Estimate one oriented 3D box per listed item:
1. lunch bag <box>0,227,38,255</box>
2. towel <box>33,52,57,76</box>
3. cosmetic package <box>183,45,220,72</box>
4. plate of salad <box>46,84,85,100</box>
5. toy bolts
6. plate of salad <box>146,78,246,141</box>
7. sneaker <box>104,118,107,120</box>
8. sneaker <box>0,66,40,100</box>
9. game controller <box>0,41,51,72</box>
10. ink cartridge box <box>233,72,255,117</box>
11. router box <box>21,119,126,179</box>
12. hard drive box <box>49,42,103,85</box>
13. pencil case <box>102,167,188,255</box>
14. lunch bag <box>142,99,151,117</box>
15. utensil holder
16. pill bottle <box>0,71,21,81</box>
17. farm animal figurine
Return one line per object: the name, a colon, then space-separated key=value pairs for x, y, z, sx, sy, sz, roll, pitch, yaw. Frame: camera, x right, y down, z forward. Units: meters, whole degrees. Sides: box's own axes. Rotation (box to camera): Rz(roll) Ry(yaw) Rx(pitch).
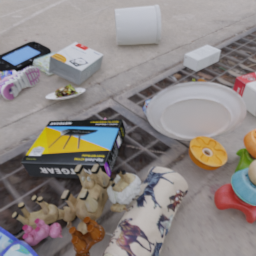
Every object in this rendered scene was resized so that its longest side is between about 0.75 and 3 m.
lunch bag: x=-2.774 y=3.066 z=5.536 sx=2.041 sy=1.300 sz=1.735 roll=28 pitch=47 yaw=16
towel: x=-3.569 y=-3.105 z=13.489 sx=1.368 sy=0.385 sz=1.599 roll=35 pitch=51 yaw=30
cosmetic package: x=3.601 y=-3.413 z=13.650 sx=1.701 sy=0.606 sz=0.863 roll=-27 pitch=47 yaw=-28
plate of salad: x=-2.509 y=-1.449 z=11.197 sx=1.592 sy=0.382 sz=1.592 roll=-7 pitch=20 yaw=2
toy bolts: x=2.972 y=0.818 z=7.370 sx=2.484 sy=1.803 sz=2.600 roll=20 pitch=43 yaw=3
plate of salad: x=1.973 y=-0.477 z=8.346 sx=2.850 sy=2.850 sz=0.685 roll=4 pitch=56 yaw=5
sneaker: x=-0.991 y=0.107 z=9.711 sx=0.500 sy=0.414 sz=1.048 roll=-8 pitch=38 yaw=17
sneaker: x=-4.706 y=-2.004 z=11.862 sx=0.948 sy=0.863 sz=2.145 roll=15 pitch=43 yaw=28
game controller: x=-5.194 y=-3.437 z=13.686 sx=1.516 sy=0.612 sz=2.905 roll=23 pitch=46 yaw=25
ink cartridge box: x=5.491 y=-1.080 z=10.539 sx=1.846 sy=1.042 sz=2.515 roll=-16 pitch=43 yaw=-18
router box: x=-1.560 y=0.586 z=8.472 sx=2.619 sy=0.669 sz=1.954 roll=-1 pitch=40 yaw=18
hard drive box: x=-2.310 y=-2.933 z=12.599 sx=1.576 sy=0.777 sz=2.023 roll=26 pitch=40 yaw=8
pencil case: x=0.537 y=2.196 z=6.621 sx=1.133 sy=1.302 sz=2.912 roll=-9 pitch=30 yaw=36
lunch bag: x=1.234 y=-0.489 z=10.079 sx=1.092 sy=0.515 sz=1.363 roll=-8 pitch=50 yaw=-30
utensil holder: x=0.488 y=-5.477 z=15.089 sx=2.329 sy=1.979 sz=1.979 roll=-5 pitch=40 yaw=-3
pill bottle: x=-5.149 y=-2.240 z=12.289 sx=0.927 sy=0.520 sz=0.520 roll=-10 pitch=41 yaw=-9
farm animal figurine: x=-1.150 y=1.987 z=6.625 sx=2.533 sy=1.321 sz=2.506 roll=8 pitch=48 yaw=40
